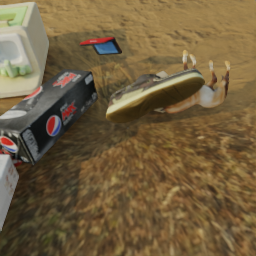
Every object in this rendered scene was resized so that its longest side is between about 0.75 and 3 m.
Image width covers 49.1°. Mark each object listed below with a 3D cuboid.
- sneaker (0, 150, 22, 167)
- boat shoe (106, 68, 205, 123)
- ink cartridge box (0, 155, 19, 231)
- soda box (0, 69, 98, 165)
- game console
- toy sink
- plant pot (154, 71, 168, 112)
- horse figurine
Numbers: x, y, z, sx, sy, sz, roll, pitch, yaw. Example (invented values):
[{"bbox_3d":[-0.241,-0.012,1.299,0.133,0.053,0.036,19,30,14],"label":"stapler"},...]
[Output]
[{"bbox_3d":[-3.020,0.614,6.397,1.141,0.447,0.659,0,37,-17],"label":"sneaker"},{"bbox_3d":[0.475,-0.836,6.264,2.421,0.886,0.785,-20,63,28],"label":"boat shoe"},{"bbox_3d":[-3.223,1.451,5.256,1.672,0.799,1.905,2,46,0],"label":"ink cartridge box"},{"bbox_3d":[-1.834,-0.409,6.616,0.954,0.853,2.695,10,41,25],"label":"soda box"},{"bbox_3d":[-0.750,-2.204,7.777,0.886,0.526,0.763,5,30,31],"label":"game console"},{"bbox_3d":[-3.566,-2.384,8.221,1.832,1.574,2.810,-7,46,0],"label":"toy sink"},{"bbox_3d":[0.861,-0.858,7.210,0.782,0.783,0.693,-30,51,-26],"label":"plant pot"},{"bbox_3d":[1.866,-1.032,7.013,2.224,1.474,0.555,3,5,-32],"label":"horse figurine"}]
